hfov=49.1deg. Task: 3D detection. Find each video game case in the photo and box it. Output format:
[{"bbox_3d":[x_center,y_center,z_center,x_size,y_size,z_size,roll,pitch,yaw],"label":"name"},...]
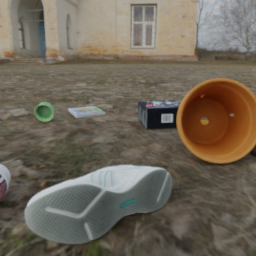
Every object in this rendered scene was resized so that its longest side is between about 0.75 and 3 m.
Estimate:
[{"bbox_3d":[-1.937,-0.744,12.967,1.353,0.164,1.486,-8,18,-24],"label":"video game case"}]

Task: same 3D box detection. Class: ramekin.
[{"bbox_3d":[-3.420,-0.681,11.511,0.772,0.772,0.377,0,29,-1],"label":"ramekin"}]

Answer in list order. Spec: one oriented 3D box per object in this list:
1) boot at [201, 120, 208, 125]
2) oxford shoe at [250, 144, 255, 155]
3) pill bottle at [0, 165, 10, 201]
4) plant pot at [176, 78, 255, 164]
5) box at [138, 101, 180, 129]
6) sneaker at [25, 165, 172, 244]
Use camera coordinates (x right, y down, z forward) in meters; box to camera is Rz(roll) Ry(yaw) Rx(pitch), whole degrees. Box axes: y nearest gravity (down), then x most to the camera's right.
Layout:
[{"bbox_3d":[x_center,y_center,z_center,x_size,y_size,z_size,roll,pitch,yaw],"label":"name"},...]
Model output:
[{"bbox_3d":[3.030,-0.147,10.496,0.952,0.335,0.681,-4,4,-43],"label":"boot"},{"bbox_3d":[3.715,0.558,8.153,0.308,0.358,0.849,2,18,14],"label":"oxford shoe"},{"bbox_3d":[-2.742,1.200,5.249,0.754,0.754,1.336,0,16,0],"label":"pill bottle"},{"bbox_3d":[2.379,-0.181,7.961,2.204,2.204,1.543,0,0,0],"label":"plant pot"},{"bbox_3d":[1.301,-0.552,11.100,1.601,0.833,1.458,-2,15,-10],"label":"box"},{"bbox_3d":[-0.512,1.237,5.040,2.787,0.980,1.117,-4,9,-39],"label":"sneaker"}]
